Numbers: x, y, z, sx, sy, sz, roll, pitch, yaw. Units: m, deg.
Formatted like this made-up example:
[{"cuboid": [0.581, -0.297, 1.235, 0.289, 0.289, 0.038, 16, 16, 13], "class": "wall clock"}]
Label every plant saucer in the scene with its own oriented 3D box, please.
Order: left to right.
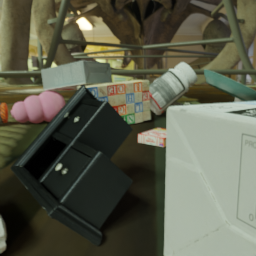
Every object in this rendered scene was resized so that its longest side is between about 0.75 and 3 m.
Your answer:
[{"cuboid": [4.510, -1.710, 12.196, 2.879, 0.518, 2.879, 25, 13, -6], "class": "plant saucer"}]

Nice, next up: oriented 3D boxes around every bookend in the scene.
[{"cuboid": [-0.595, 0.353, 4.156, 1.844, 0.855, 1.856, -52, 33, -14], "class": "bookend"}]

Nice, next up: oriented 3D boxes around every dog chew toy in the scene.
[{"cuboid": [-3.654, -0.772, 11.400, 2.102, 1.309, 1.309, -15, 17, -25], "class": "dog chew toy"}]

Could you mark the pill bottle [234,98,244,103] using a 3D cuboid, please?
[{"cuboid": [6.323, -1.230, 13.696, 1.945, 1.077, 1.077, 4, 12, 7], "class": "pill bottle"}]

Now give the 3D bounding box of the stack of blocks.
[{"cuboid": [-0.476, -0.932, 10.976, 2.840, 1.635, 0.832, -12, 16, -34], "class": "stack of blocks"}]

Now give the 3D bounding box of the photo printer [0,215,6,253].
[{"cuboid": [-2.194, 1.207, 3.298, 1.266, 0.529, 1.522, -8, 13, -34], "class": "photo printer"}]

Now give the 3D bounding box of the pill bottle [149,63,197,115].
[{"cuboid": [1.903, -1.842, 13.016, 2.414, 1.375, 1.375, -39, 17, -4], "class": "pill bottle"}]

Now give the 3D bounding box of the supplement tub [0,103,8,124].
[{"cuboid": [-5.522, -0.535, 10.748, 1.596, 0.978, 0.978, -3, 12, -15], "class": "supplement tub"}]

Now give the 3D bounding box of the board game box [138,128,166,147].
[{"cuboid": [0.989, 0.279, 8.487, 0.896, 0.274, 1.183, 8, 14, 35], "class": "board game box"}]

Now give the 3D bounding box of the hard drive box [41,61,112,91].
[{"cuboid": [-2.082, -2.096, 11.456, 2.265, 0.870, 1.766, -3, 6, 33], "class": "hard drive box"}]

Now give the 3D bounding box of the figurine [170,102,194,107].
[{"cuboid": [2.975, -0.878, 13.573, 1.545, 0.682, 1.583, 2, 8, -35], "class": "figurine"}]

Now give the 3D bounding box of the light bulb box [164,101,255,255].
[{"cuboid": [2.271, 0.738, 2.432, 2.872, 1.792, 2.847, -6, 13, -28], "class": "light bulb box"}]
